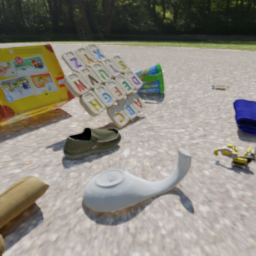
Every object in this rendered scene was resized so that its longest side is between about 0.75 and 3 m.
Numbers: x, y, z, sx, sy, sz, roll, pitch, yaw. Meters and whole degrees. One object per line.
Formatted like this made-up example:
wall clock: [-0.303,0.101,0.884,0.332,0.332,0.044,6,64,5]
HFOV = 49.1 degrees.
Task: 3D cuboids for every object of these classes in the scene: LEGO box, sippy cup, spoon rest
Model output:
LEGO box: [-3.464,-1.464,9.225,1.104,2.130,2.860,-22,3,40]
sippy cup: [0.940,-2.156,12.720,1.256,1.714,1.346,-10,59,3]
spoon rest: [0.195,1.036,5.291,2.146,0.651,1.066,-17,23,-12]

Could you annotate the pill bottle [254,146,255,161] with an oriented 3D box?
pill bottle: [3.568,0.574,6.199,1.318,0.687,0.687,-1,21,-9]

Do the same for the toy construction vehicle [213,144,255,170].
toy construction vehicle: [2.647,0.588,6.629,1.010,0.356,0.879,16,26,35]

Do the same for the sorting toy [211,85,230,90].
sorting toy: [4.477,-1.943,13.607,0.896,0.122,0.505,5,26,14]

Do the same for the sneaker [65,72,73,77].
sneaker: [-2.678,-2.433,13.510,1.239,0.495,0.806,0,34,42]

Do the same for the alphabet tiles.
alphabet tiles: [-0.681,-1.488,9.131,0.217,2.910,2.975,-37,1,41]

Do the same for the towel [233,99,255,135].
towel: [4.177,-0.310,8.846,1.650,0.553,2.234,11,23,13]

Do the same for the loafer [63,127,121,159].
loafer: [-0.850,0.281,7.054,1.638,0.570,0.616,-19,35,-36]

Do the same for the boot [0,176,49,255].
boot: [-1.824,1.253,4.205,1.512,0.571,1.726,-9,14,30]
